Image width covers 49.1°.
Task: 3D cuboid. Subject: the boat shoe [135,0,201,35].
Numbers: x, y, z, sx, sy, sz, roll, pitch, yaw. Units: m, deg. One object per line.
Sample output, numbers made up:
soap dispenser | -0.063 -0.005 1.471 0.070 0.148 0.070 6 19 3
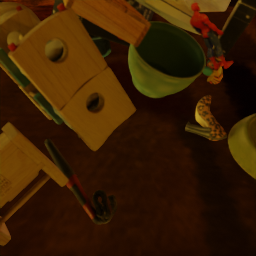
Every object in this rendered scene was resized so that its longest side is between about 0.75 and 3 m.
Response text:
boat shoe | 1.131 -3.472 7.292 2.595 1.106 0.959 26 14 -11

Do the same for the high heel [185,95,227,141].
high heel | 2.422 -0.301 7.918 1.102 0.552 1.546 19 56 26

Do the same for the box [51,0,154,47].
box | -0.495 -3.944 7.928 2.487 2.731 1.422 5 24 -37

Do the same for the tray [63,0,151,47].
tray | -0.584 -2.448 5.279 1.306 0.490 2.649 21 25 -29

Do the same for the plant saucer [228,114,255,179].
plant saucer | 4.143 0.429 7.154 2.980 0.463 2.980 0 40 0

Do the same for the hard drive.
hard drive | 2.824 -2.906 6.792 0.463 2.446 1.709 29 84 8

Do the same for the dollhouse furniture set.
dollhouse furniture set | -1.668 -0.229 4.056 2.598 1.820 1.831 -46 40 -15

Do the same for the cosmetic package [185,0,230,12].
cosmetic package | 2.011 -4.369 8.369 1.032 1.469 2.897 21 12 -27

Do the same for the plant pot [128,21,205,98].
plant pot | 0.738 -1.419 6.472 1.717 1.150 1.717 9 56 -14

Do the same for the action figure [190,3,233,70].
action figure | 1.733 -1.962 5.974 0.396 1.532 0.501 -47 27 -13

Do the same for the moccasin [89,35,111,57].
moccasin | -2.120 -3.707 11.630 2.990 1.019 1.203 8 41 9

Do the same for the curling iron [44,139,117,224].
curling iron | -0.910 0.873 4.960 0.509 0.262 2.052 -39 58 -18

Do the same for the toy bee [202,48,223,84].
toy bee | 2.220 -1.536 7.212 1.135 0.743 0.617 23 -3 -43

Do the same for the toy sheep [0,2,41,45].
toy sheep | -2.940 -2.379 7.171 1.652 1.652 2.397 -26 41 -27
